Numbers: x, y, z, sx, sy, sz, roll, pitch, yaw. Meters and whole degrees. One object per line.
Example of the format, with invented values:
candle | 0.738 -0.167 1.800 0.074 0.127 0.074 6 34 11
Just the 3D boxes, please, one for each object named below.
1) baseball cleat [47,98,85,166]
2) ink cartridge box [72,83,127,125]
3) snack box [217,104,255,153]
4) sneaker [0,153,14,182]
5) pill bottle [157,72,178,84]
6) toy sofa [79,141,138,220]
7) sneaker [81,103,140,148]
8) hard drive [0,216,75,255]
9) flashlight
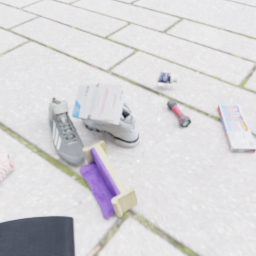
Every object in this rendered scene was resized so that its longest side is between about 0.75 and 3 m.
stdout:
baseball cleat | -2.404 -0.002 10.321 1.018 1.554 2.921 -19 50 -27
ink cartridge box | -0.859 -0.803 9.440 2.168 0.723 1.256 9 83 42
snack box | 4.308 -0.051 11.244 0.909 0.308 2.530 1 45 1
sneaker | -4.378 1.520 9.423 0.933 0.672 1.785 -12 42 -4
pill bottle | 1.795 -2.284 12.861 0.916 0.508 0.508 6 46 5
toy sofa | -0.766 1.649 8.996 1.160 0.984 2.376 -25 50 -14
sneaker | -0.724 -0.395 10.699 2.698 1.551 1.014 26 51 23
hard drive | -2.941 3.381 7.617 2.922 0.618 1.971 -7 46 -7
flashlight | 2.073 -0.630 11.693 0.492 0.491 1.449 -14 49 -20
